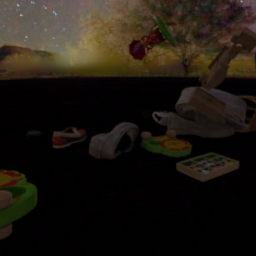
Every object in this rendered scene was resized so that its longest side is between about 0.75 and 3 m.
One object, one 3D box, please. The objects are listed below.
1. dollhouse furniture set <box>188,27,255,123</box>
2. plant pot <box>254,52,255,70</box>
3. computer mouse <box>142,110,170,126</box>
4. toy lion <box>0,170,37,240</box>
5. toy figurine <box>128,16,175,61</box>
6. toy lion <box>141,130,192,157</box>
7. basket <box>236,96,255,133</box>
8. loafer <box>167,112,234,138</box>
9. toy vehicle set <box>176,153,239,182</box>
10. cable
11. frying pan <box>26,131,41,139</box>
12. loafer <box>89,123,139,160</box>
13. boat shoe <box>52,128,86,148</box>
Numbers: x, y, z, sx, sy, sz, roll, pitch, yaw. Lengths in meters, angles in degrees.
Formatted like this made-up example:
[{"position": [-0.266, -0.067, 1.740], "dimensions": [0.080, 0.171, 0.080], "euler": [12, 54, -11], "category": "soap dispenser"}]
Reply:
[{"position": [3.456, -1.842, 9.322], "dimensions": [1.295, 2.925, 1.516], "euler": [31, 43, -2], "category": "dollhouse furniture set"}, {"position": [6.152, -1.998, 9.976], "dimensions": [2.017, 2.243, 2.243], "euler": [13, -23, -29], "category": "plant pot"}, {"position": [1.689, -0.480, 14.072], "dimensions": [1.485, 0.594, 2.708], "euler": [3, 8, -9], "category": "computer mouse"}, {"position": [-3.097, 1.440, 6.218], "dimensions": [2.452, 0.842, 2.351], "euler": [4, 7, 15], "category": "toy lion"}, {"position": [0.767, -3.268, 10.910], "dimensions": [1.688, 1.377, 1.834], "euler": [-31, 12, 21], "category": "toy figurine"}, {"position": [1.366, 0.620, 9.931], "dimensions": [1.590, 0.546, 1.524], "euler": [-3, 22, -12], "category": "toy lion"}, {"position": [5.265, -0.740, 13.078], "dimensions": [1.572, 1.506, 2.110], "euler": [-6, 15, -26], "category": "basket"}, {"position": [3.027, -0.162, 11.850], "dimensions": [2.800, 0.977, 0.979], "euler": [5, 15, 21], "category": "loafer"}, {"position": [2.360, 1.126, 8.299], "dimensions": [1.639, 0.217, 1.019], "euler": [-10, 17, -35], "category": "toy vehicle set"}, {"position": [3.557, -0.814, 12.076], "dimensions": [2.913, 1.008, 2.912], "euler": [29, -14, -36], "category": "cable"}, {"position": [-4.151, 0.272, 11.890], "dimensions": [0.606, 0.163, 1.001], "euler": [7, 12, 26], "category": "frying pan"}, {"position": [-0.240, 0.480, 9.622], "dimensions": [0.974, 0.976, 2.792], "euler": [20, 23, 22], "category": "loafer"}, {"position": [-2.255, 0.281, 10.929], "dimensions": [0.664, 0.584, 1.866], "euler": [5, 14, 26], "category": "boat shoe"}]
